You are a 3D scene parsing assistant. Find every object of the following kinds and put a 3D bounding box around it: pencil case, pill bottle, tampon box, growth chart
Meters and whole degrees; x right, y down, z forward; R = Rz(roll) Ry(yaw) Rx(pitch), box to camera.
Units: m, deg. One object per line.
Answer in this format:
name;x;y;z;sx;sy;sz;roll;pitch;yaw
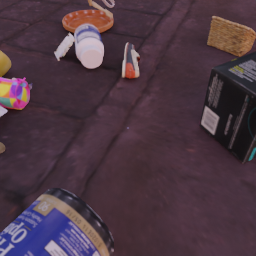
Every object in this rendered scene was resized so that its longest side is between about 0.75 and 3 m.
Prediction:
pencil case;-4.228;-1.213;8.787;2.296;1.015;1.015;7;43;8
pill bottle;-1.489;-3.101;10.732;1.056;1.056;1.901;-8;44;-8
tampon box;3.655;-0.762;7.461;2.760;2.068;1.742;-22;47;-22
growth chart;-2.495;-3.168;10.982;0.102;1.156;0.836;25;29;-43
pill bottle;-1.694;2.495;4.260;1.664;1.664;2.975;25;48;25

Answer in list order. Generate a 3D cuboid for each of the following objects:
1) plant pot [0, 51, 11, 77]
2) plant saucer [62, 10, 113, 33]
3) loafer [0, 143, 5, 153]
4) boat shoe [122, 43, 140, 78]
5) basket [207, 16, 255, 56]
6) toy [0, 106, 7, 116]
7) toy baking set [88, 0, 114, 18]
plant pot;-4.906;-2.099;9.623;1.388;1.388;0.985;12;68;13
plant saucer;-1.882;-4.989;13.274;2.378;0.384;2.378;0;42;0
loafer;-3.711;0.624;7.257;0.982;0.331;0.373;-32;52;-30
boat shoe;0.135;-2.511;10.384;0.600;0.682;1.916;2;46;2
basket;4.316;-3.915;11.472;1.203;1.255;1.685;-34;51;-31
toy;-4.375;-0.033;7.909;1.029;0.422;1.787;28;55;22
toy baking set;-0.944;-4.327;8.980;0.181;1.555;1.194;-8;11;45
